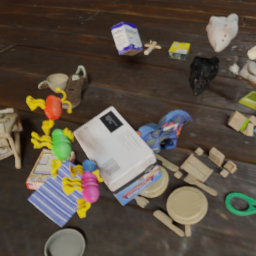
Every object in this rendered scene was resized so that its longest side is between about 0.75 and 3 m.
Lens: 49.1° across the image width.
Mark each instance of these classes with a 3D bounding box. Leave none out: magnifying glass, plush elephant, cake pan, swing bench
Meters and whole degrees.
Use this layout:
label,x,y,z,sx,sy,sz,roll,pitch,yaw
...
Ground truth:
label,x,y,z,sx,sy,sz,roll,pitch,yaw
magnifying glass,3.675,2.258,7.977,1.757,0.197,0.699,6,38,11
plush elephant,4.280,-1.995,9.178,1.498,1.160,1.234,43,14,26
cake pan,-1.569,3.012,6.994,0.984,0.180,0.984,0,38,0
swing bench,-4.901,0.291,9.405,2.273,1.482,2.285,-10,39,-12

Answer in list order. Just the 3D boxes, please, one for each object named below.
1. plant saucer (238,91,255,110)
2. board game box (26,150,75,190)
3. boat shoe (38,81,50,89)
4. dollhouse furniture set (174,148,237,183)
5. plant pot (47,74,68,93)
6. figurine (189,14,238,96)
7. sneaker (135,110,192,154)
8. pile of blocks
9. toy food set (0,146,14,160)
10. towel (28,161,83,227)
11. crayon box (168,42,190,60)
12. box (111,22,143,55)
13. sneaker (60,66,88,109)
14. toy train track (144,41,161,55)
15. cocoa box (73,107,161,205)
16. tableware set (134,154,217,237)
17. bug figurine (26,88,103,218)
label,x,y,z,sx,sy,sz,roll,pitch,yaw
plant saucer,5.623,-1.217,12.271,1.130,0.271,1.132,-30,48,-33
board game box,-2.434,1.332,8.986,1.111,0.340,1.467,4,39,6
boat shoe,-3.778,-2.033,13.262,0.928,0.343,0.343,-31,54,-34
dollhouse furniture set,2.466,1.443,8.996,1.492,0.728,1.272,-45,64,-7
plant pot,-3.227,-1.991,12.955,0.950,0.638,0.950,0,39,0
figurine,2.292,-2.021,7.631,0.875,2.032,1.983,23,32,7
sneaker,1.383,0.253,9.924,2.766,1.042,1.085,-27,61,-34
pile of blocks,4.714,-0.056,10.678,2.007,0.824,0.624,10,-4,-1
toy food set,-4.621,0.699,9.759,0.896,0.377,1.248,-28,46,-30
towel,-1.812,1.825,8.107,1.248,0.206,1.724,37,47,5
crayon box,2.986,-4.506,16.323,1.001,0.401,1.578,13,41,15
box,-0.032,-3.872,12.260,0.637,1.215,1.117,-18,1,34
sneaker,-2.463,-1.857,12.505,0.917,0.983,2.602,4,38,5
toy train track,1.361,-4.890,16.911,1.021,0.290,1.780,13,41,17
cocoa box,-0.310,0.794,8.211,1.487,1.464,2.230,-34,52,-10
tableware set,1.159,1.930,8.079,1.614,0.489,2.442,-43,47,-19
bug figurine,-1.182,0.551,6.010,0.710,2.761,2.141,-24,29,-1
